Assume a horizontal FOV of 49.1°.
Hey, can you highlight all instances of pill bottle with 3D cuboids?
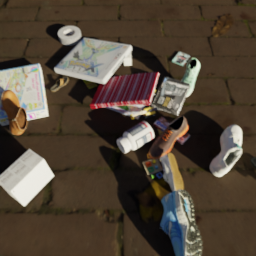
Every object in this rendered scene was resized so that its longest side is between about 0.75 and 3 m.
[{"bbox_3d":[0.245,0.377,10.422,1.282,0.767,0.767,-30,60,-20],"label":"pill bottle"}]

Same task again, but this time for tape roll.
[{"bbox_3d":[-2.981,-4.701,14.283,1.143,0.378,1.143,-1,55,1],"label":"tape roll"}]

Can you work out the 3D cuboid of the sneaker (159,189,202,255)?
[{"bbox_3d":[1.519,3.135,8.519,1.065,0.928,2.368,-23,61,37],"label":"sneaker"}]

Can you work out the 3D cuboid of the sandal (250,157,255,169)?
[{"bbox_3d":[4.820,1.633,9.845,0.535,0.341,1.423,-10,43,-6],"label":"sandal"}]

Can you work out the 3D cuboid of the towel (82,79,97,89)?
[{"bbox_3d":[-1.798,-2.131,12.633,0.409,0.086,0.951,-26,58,-18],"label":"towel"}]

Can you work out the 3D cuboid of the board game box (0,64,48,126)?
[{"bbox_3d":[-4.537,-1.483,11.926,1.868,0.476,2.779,-13,55,-8],"label":"board game box"}]

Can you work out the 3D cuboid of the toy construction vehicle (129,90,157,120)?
[{"bbox_3d":[0.598,-1.020,11.273,1.392,0.490,1.212,-15,82,-15],"label":"toy construction vehicle"}]

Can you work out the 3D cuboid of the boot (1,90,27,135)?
[{"bbox_3d":[-4.116,-0.645,10.306,0.668,1.402,1.813,-14,91,-33],"label":"boot"}]

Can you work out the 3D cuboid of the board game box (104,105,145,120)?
[{"bbox_3d":[0.007,-1.285,11.873,1.617,0.333,1.620,20,57,14],"label":"board game box"}]

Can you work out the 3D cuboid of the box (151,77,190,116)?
[{"bbox_3d":[1.777,-1.327,11.659,1.147,0.362,1.454,20,70,19],"label":"box"}]

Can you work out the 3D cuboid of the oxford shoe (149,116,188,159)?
[{"bbox_3d":[1.435,0.305,10.380,0.697,0.710,1.958,34,72,31],"label":"oxford shoe"}]

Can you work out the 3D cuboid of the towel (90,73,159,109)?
[{"bbox_3d":[-0.157,-1.521,11.432,2.649,0.298,1.916,-2,46,22],"label":"towel"}]

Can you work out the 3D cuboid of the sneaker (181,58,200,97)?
[{"bbox_3d":[2.509,-2.134,11.756,0.602,0.965,1.636,20,93,21],"label":"sneaker"}]

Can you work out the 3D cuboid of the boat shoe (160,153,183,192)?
[{"bbox_3d":[1.475,1.660,9.701,0.539,0.528,1.523,12,59,-47],"label":"boat shoe"}]

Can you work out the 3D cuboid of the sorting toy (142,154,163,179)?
[{"bbox_3d":[0.878,1.362,10.103,0.597,0.145,1.061,-16,56,-12],"label":"sorting toy"}]

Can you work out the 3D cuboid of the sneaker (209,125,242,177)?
[{"bbox_3d":[3.722,0.720,9.956,0.835,0.982,2.220,32,62,-1],"label":"sneaker"}]

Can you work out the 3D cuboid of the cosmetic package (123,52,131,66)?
[{"bbox_3d":[-0.050,-3.423,13.309,0.380,0.482,0.897,-4,56,-1],"label":"cosmetic package"}]

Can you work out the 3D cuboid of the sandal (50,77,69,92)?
[{"bbox_3d":[-3.032,-1.968,12.318,0.423,0.282,1.034,26,57,36],"label":"sandal"}]

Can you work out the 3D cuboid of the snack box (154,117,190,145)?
[{"bbox_3d":[1.700,0.087,10.996,1.387,0.169,0.498,35,62,23],"label":"snack box"}]

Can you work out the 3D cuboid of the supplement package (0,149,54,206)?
[{"bbox_3d":[-3.359,1.652,9.278,0.777,1.091,1.401,27,59,27],"label":"supplement package"}]

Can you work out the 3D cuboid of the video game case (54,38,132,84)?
[{"bbox_3d":[-1.611,-3.173,12.900,2.780,0.306,2.535,17,56,26],"label":"video game case"}]

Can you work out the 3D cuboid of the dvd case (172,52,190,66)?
[{"bbox_3d":[2.545,-3.331,13.488,0.590,0.089,0.808,28,58,18],"label":"dvd case"}]
